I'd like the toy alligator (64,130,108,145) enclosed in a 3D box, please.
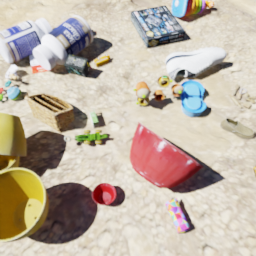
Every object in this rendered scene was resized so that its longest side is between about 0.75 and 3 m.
[{"bbox_3d":[-1.600,0.360,10.688,1.638,0.394,0.543,0,84,-11],"label":"toy alligator"}]

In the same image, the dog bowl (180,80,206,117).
[{"bbox_3d":[2.707,-1.218,11.891,1.022,0.455,1.834,3,53,2],"label":"dog bowl"}]

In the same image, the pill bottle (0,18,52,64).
[{"bbox_3d":[-4.951,-4.249,13.471,2.520,1.458,1.458,-33,60,-22],"label":"pill bottle"}]

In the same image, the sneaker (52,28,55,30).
[{"bbox_3d":[-3.053,-5.257,14.446,1.885,1.080,0.721,3,46,4],"label":"sneaker"}]

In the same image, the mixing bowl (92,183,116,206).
[{"bbox_3d":[-0.797,2.276,9.354,0.780,0.422,0.780,0,54,-1],"label":"mixing bowl"}]

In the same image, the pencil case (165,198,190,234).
[{"bbox_3d":[1.580,2.797,8.958,0.481,0.481,1.089,-14,57,-10],"label":"pencil case"}]

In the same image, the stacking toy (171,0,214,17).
[{"bbox_3d":[3.774,-6.931,15.716,2.476,1.359,1.437,-7,32,-21],"label":"stacking toy"}]

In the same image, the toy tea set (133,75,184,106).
[{"bbox_3d":[1.217,-1.409,11.282,2.056,1.223,0.761,-16,45,9],"label":"toy tea set"}]

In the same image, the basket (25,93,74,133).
[{"bbox_3d":[-3.006,-0.836,11.135,1.644,1.225,1.174,28,59,20],"label":"basket"}]

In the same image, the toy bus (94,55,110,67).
[{"bbox_3d":[-1.230,-3.231,13.470,0.839,0.273,0.329,-27,58,-18],"label":"toy bus"}]

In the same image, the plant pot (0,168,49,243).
[{"bbox_3d":[-3.254,2.459,8.435,2.075,1.473,2.075,-3,59,5],"label":"plant pot"}]

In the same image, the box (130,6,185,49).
[{"bbox_3d":[1.513,-5.424,14.862,2.086,0.604,2.625,-15,55,-11],"label":"box"}]

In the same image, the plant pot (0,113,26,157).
[{"bbox_3d":[-4.328,0.174,9.522,1.873,1.873,1.330,8,86,6],"label":"plant pot"}]

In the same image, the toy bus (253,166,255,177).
[{"bbox_3d":[5.173,1.391,9.662,1.681,0.658,0.547,-13,84,-22],"label":"toy bus"}]

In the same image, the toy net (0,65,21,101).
[{"bbox_3d":[-5.280,-1.980,12.541,1.071,0.394,2.042,-25,50,17],"label":"toy net"}]

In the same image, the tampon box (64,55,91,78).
[{"bbox_3d":[-2.290,-2.821,12.812,0.972,0.728,0.613,17,74,12],"label":"tampon box"}]

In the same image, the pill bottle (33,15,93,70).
[{"bbox_3d":[-3.059,-3.945,13.162,1.512,1.512,2.722,33,64,21],"label":"pill bottle"}]

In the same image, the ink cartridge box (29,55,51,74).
[{"bbox_3d":[-4.219,-3.130,13.412,0.901,0.316,1.109,-13,51,-9],"label":"ink cartridge box"}]

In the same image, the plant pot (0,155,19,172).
[{"bbox_3d":[-4.423,1.219,9.745,1.444,1.025,1.444,0,52,-1],"label":"plant pot"}]

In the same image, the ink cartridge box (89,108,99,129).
[{"bbox_3d":[-1.399,-0.392,11.318,0.226,0.396,0.764,-14,55,-10],"label":"ink cartridge box"}]

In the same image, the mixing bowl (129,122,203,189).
[{"bbox_3d":[1.012,1.082,9.287,2.579,2.579,1.397,36,93,23],"label":"mixing bowl"}]

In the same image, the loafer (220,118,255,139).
[{"bbox_3d":[4.303,0.015,10.984,1.344,0.453,0.511,20,56,14],"label":"loafer"}]

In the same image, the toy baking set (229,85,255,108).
[{"bbox_3d":[4.920,-1.341,12.188,0.992,0.150,1.292,-22,57,-19],"label":"toy baking set"}]

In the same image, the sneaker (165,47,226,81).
[{"bbox_3d":[3.166,-2.879,12.866,2.864,1.094,1.153,-12,64,-1],"label":"sneaker"}]
